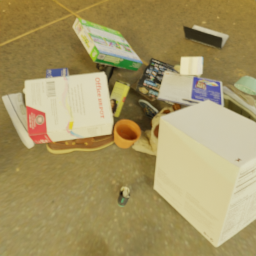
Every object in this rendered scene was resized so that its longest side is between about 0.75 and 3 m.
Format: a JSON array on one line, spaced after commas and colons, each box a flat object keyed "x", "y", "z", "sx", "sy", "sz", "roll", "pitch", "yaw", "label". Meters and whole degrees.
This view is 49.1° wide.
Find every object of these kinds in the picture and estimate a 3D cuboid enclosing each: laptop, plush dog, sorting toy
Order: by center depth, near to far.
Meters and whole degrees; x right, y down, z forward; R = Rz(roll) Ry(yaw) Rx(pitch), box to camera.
[{"x": 1.433, "y": 0.074, "z": 10.432, "sx": 1.810, "sy": 2.256, "sz": 1.938, "roll": 30, "pitch": 62, "yaw": -19, "label": "plush dog"}, {"x": 1.042, "y": -1.843, "z": 12.745, "sx": 1.329, "sy": 0.262, "sz": 1.436, "roll": -37, "pitch": 56, "yaw": -26, "label": "sorting toy"}, {"x": 4.092, "y": -4.994, "z": 14.517, "sx": 2.031, "sy": 1.257, "sz": 2.169, "roll": 25, "pitch": 56, "yaw": 17, "label": "laptop"}]

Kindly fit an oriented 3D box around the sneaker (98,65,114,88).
[{"x": -1.453, "y": -2.129, "z": 12.487, "sx": 1.199, "sy": 0.690, "sz": 2.299, "roll": 14, "pitch": 70, "yaw": 6, "label": "sneaker"}]

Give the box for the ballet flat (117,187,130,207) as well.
[{"x": -0.107, "y": 2.169, "z": 9.159, "sx": 0.418, "sy": 0.418, "sz": 1.143, "roll": 6, "pitch": 10, "yaw": 5, "label": "ballet flat"}]

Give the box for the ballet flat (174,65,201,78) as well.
[{"x": 2.482, "y": -2.370, "z": 11.911, "sx": 1.188, "sy": 0.401, "sz": 0.370, "roll": 16, "pitch": 70, "yaw": 16, "label": "ballet flat"}]

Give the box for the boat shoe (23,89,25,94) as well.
[{"x": -3.732, "y": -1.496, "z": 11.583, "sx": 0.905, "sy": 0.785, "sz": 2.124, "roll": -44, "pitch": 27, "yaw": -8, "label": "boat shoe"}]

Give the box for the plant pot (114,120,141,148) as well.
[{"x": -0.095, "y": 0.279, "z": 10.062, "sx": 0.965, "sy": 0.675, "sz": 0.965, "roll": 10, "pitch": 49, "yaw": -12, "label": "plant pot"}]

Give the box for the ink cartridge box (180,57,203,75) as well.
[{"x": 2.448, "y": -2.406, "z": 10.850, "sx": 0.652, "sy": 0.669, "sz": 1.042, "roll": 7, "pitch": 15, "yaw": 26, "label": "ink cartridge box"}]

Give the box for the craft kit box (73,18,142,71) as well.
[{"x": -0.920, "y": -3.746, "z": 12.708, "sx": 2.546, "sy": 0.618, "sz": 2.514, "roll": 2, "pitch": 50, "yaw": -43, "label": "craft kit box"}]

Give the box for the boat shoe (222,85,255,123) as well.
[{"x": 4.727, "y": -0.827, "z": 11.400, "sx": 1.017, "sy": 1.111, "sz": 2.972, "roll": -31, "pitch": 58, "yaw": -15, "label": "boat shoe"}]

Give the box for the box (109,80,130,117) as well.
[{"x": -0.441, "y": -1.206, "z": 11.574, "sx": 0.541, "sy": 0.360, "sz": 1.438, "roll": 23, "pitch": 96, "yaw": 25, "label": "box"}]

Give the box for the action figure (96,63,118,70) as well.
[{"x": -0.996, "y": -3.030, "z": 13.440, "sx": 1.083, "sy": 0.553, "sz": 0.644, "roll": 2, "pitch": 45, "yaw": -2, "label": "action figure"}]

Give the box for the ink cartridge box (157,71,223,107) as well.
[{"x": 2.344, "y": -1.253, "z": 10.565, "sx": 2.344, "sy": 0.557, "sz": 2.372, "roll": 13, "pitch": 40, "yaw": 7, "label": "ink cartridge box"}]

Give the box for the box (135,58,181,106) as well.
[{"x": 1.586, "y": -1.975, "z": 12.072, "sx": 2.037, "sy": 0.506, "sz": 2.022, "roll": 21, "pitch": 53, "yaw": 5, "label": "box"}]

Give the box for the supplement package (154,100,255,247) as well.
[{"x": 2.436, "y": 1.154, "z": 8.139, "sx": 2.086, "sy": 2.837, "sz": 2.713, "roll": -20, "pitch": 38, "yaw": -29, "label": "supplement package"}]

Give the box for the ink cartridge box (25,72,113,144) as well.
[{"x": -2.040, "y": -0.680, "z": 9.820, "sx": 2.774, "sy": 1.187, "sz": 2.047, "roll": -6, "pitch": 71, "yaw": -8, "label": "ink cartridge box"}]

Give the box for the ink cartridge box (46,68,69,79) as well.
[{"x": -3.175, "y": -1.797, "z": 12.548, "sx": 0.992, "sy": 0.466, "sz": 2.109, "roll": -6, "pitch": 52, "yaw": -5, "label": "ink cartridge box"}]

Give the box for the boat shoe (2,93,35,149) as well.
[{"x": -4.160, "y": -0.393, "z": 11.204, "sx": 0.927, "sy": 1.015, "sz": 2.821, "roll": -25, "pitch": 52, "yaw": -21, "label": "boat shoe"}]

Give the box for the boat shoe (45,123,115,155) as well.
[{"x": -1.709, "y": 0.282, "z": 10.625, "sx": 2.898, "sy": 0.979, "sz": 1.043, "roll": -10, "pitch": 53, "yaw": -8, "label": "boat shoe"}]

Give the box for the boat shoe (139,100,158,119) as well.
[{"x": 0.783, "y": -0.764, "z": 11.634, "sx": 0.933, "sy": 0.330, "sz": 0.423, "roll": 34, "pitch": 65, "yaw": -7, "label": "boat shoe"}]

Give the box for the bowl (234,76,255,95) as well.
[{"x": 4.549, "y": -1.648, "z": 10.615, "sx": 0.898, "sy": 0.898, "sz": 0.470, "roll": 28, "pitch": 95, "yaw": 20, "label": "bowl"}]
